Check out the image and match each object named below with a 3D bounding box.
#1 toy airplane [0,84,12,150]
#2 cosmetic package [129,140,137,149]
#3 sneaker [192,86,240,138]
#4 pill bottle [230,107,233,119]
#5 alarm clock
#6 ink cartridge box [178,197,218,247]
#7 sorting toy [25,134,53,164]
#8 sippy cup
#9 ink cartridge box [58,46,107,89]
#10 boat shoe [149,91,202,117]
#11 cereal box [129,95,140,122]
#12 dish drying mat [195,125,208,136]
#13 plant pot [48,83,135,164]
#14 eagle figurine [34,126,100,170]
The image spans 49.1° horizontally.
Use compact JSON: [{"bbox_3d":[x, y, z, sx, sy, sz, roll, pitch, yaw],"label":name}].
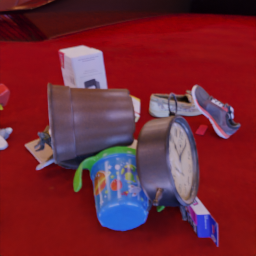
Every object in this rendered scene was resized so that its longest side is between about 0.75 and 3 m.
[{"bbox_3d":[-5.655,-0.321,10.618,2.519,2.530,1.785,-6,-14,6],"label":"toy airplane"},{"bbox_3d":[0.667,1.075,8.657,1.866,1.004,0.791,9,26,18],"label":"cosmetic package"},{"bbox_3d":[3.444,-0.784,10.780,2.374,0.972,0.915,53,44,3],"label":"sneaker"},{"bbox_3d":[4.359,-0.673,12.313,0.486,0.486,0.916,9,30,16],"label":"pill bottle"},{"bbox_3d":[0.959,0.500,6.612,0.995,2.016,2.989,-7,60,31],"label":"alarm clock"},{"bbox_3d":[1.614,2.047,7.055,0.341,0.869,1.836,-20,33,-12],"label":"ink cartridge box"},{"bbox_3d":[-2.487,0.581,10.221,2.083,0.307,1.540,-26,37,-32],"label":"sorting toy"},{"bbox_3d":[-0.171,1.632,7.207,2.218,1.742,1.625,-9,41,3],"label":"sippy cup"},{"bbox_3d":[-1.741,-1.633,11.298,1.217,2.920,2.121,-18,28,-21],"label":"ink cartridge box"},{"bbox_3d":[2.421,-1.128,12.630,2.995,0.939,1.098,-8,29,-15],"label":"boat shoe"},{"bbox_3d":[-0.112,-1.038,12.606,1.282,0.352,1.781,23,28,-11],"label":"cereal box"},{"bbox_3d":[2.986,0.093,11.377,0.305,0.072,0.795,14,33,25],"label":"dish drying mat"},{"bbox_3d":[-0.997,-0.206,7.650,2.129,2.151,2.151,-5,30,-11],"label":"plant pot"},{"bbox_3d":[-1.659,0.624,8.793,2.328,1.757,1.767,22,48,-8],"label":"eagle figurine"}]
